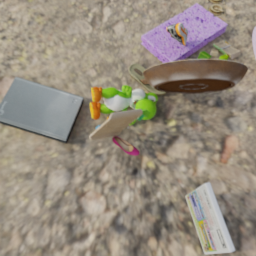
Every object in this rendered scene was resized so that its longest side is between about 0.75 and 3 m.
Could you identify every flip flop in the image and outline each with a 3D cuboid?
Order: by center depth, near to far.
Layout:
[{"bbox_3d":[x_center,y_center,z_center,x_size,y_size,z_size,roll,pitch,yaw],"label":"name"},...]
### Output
[{"bbox_3d":[0.738,-1.730,9.626,1.735,0.499,0.703,39,69,16],"label":"flip flop"}]

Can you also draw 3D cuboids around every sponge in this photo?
[{"bbox_3d":[2.096,-3.513,10.516,2.912,0.434,1.625,-35,67,-17],"label":"sponge"}]

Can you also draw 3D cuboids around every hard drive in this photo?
[{"bbox_3d":[-2.800,-0.582,8.935,2.339,0.385,1.633,17,63,0],"label":"hard drive"}]

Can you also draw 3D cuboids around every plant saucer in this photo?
[{"bbox_3d":[1.871,-1.367,8.036,2.900,2.900,0.465,0,88,0],"label":"plant saucer"}]

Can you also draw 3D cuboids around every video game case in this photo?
[{"bbox_3d":[1.951,2.266,6.898,0.170,1.407,1.545,-10,66,-14],"label":"video game case"}]

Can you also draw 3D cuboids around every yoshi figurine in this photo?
[{"bbox_3d":[-0.032,-0.710,8.740,2.199,1.236,1.231,-3,84,-16],"label":"yoshi figurine"}]

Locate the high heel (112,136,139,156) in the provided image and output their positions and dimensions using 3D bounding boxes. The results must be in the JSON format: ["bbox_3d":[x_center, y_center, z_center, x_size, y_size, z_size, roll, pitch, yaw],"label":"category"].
[{"bbox_3d":[-0.072,0.532,8.136,0.889,0.427,0.300,24,74,10],"label":"high heel"}]

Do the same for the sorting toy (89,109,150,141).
[{"bbox_3d":[-0.160,-0.166,7.928,1.718,1.270,0.253,-12,68,-42],"label":"sorting toy"}]

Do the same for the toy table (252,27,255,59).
[{"bbox_3d":[5.286,-2.405,9.133,1.448,2.273,2.472,-20,101,-1],"label":"toy table"}]

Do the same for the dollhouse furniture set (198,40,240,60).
[{"bbox_3d":[3.218,-2.536,10.186,1.761,0.680,0.880,-26,57,-34],"label":"dollhouse furniture set"}]

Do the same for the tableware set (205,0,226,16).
[{"bbox_3d":[3.621,-5.150,11.526,0.819,0.248,1.239,6,63,3],"label":"tableware set"}]

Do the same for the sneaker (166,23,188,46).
[{"bbox_3d":[1.690,-3.164,9.452,0.499,1.293,0.506,6,83,26],"label":"sneaker"}]
